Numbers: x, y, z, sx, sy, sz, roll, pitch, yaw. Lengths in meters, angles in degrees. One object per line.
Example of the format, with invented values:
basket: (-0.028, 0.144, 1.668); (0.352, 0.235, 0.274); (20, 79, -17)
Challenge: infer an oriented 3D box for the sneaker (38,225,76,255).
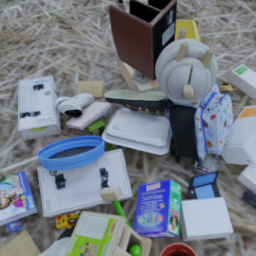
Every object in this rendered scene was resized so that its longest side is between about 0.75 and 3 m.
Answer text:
sneaker: (-1.750, 3.459, 7.835); (2.103, 0.762, 0.756); (-31, 35, -34)

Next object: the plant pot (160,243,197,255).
plant pot: (1.356, 3.725, 7.344); (0.997, 0.970, 0.997); (-8, 41, 7)

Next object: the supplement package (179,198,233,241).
supplement package: (2.219, 2.689, 8.237); (1.299, 0.720, 1.011); (-4, 58, -3)

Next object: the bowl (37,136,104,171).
bowl: (-1.692, 0.738, 8.475); (2.015, 0.396, 2.015); (-9, 15, 2)

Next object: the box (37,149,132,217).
box: (-1.304, 1.711, 8.638); (2.622, 0.788, 1.529); (-13, 71, -7)

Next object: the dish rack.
dish rack: (0.392, -0.014, 9.657); (2.258, 0.492, 1.938); (14, 34, 7)

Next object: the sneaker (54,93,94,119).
sneaker: (-1.771, -0.736, 10.215); (1.647, 0.622, 0.948); (-17, 52, -42)

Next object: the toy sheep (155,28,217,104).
toy sheep: (1.597, -1.584, 7.723); (1.855, 1.855, 2.691); (11, 35, 7)

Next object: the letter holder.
letter holder: (0.489, -3.110, 9.296); (1.796, 2.527, 1.271); (33, 72, 21)

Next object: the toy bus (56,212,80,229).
toy bus: (-1.726, 2.701, 8.077); (0.683, 0.724, 0.374); (-3, 64, -15)

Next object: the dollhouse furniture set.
dollhouse furniture set: (-1.356, 0.733, 9.368); (1.740, 0.873, 1.140); (-26, 62, -15)

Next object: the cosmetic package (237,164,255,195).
cosmetic package: (4.661, 1.992, 8.758); (0.930, 0.571, 2.254); (-38, 65, -21)

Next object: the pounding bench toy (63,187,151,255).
pounding bench toy: (-0.316, 2.896, 7.374); (1.387, 1.742, 2.233); (-6, 49, 36)

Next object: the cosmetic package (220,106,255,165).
cosmetic package: (4.097, 0.191, 9.453); (2.205, 1.118, 0.786); (-48, 109, -25)

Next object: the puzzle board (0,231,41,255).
puzzle board: (-2.940, 4.366, 7.504); (1.885, 0.218, 2.501); (-36, 64, -19)

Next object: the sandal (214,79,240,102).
sandal: (3.741, -1.582, 10.984); (0.642, 0.432, 1.598); (-18, 54, -29)

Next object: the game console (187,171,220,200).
game console: (2.408, 1.875, 8.714); (0.988, 0.584, 0.843); (-12, 74, -9)

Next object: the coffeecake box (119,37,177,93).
coffeecake box: (1.225, -2.305, 11.220); (2.603, 0.951, 1.998); (-22, 61, -13)

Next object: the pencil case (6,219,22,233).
pencil case: (-3.569, 2.701, 8.428); (0.418, 0.376, 0.963); (-21, 57, -35)

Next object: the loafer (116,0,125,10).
loafer: (-0.372, -6.374, 14.127); (0.362, 0.336, 0.964); (-15, 59, -9)

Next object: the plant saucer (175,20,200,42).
plant saucer: (2.318, -4.305, 12.765); (1.922, 0.466, 1.922); (-2, 58, 0)

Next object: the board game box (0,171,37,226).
board game box: (-3.664, 2.138, 8.422); (1.451, 0.299, 1.455); (-18, 49, -21)

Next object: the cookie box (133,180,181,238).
cookie box: (0.854, 2.363, 8.153); (1.261, 0.554, 1.475); (-21, 48, 40)

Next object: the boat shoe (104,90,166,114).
boat shoe: (0.205, -0.924, 9.947); (2.306, 0.723, 0.844); (7, 30, 19)

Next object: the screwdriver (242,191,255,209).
screwdriver: (4.795, 2.773, 8.345); (2.860, 0.399, 0.416); (29, 92, 20)

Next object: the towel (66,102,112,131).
towel: (-1.425, -0.442, 10.048); (1.453, 0.234, 1.387); (-38, 25, -22)

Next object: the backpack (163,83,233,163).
backpack: (2.387, -0.381, 9.183); (1.923, 2.496, 2.378); (8, 43, 24)

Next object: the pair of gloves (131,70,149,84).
pair of gloves: (1.316, -2.184, 10.405); (2.055, 0.360, 1.748); (15, 67, 11)

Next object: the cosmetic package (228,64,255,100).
cosmetic package: (4.782, -1.847, 11.167); (0.718, 0.566, 1.334); (-35, 63, -22)

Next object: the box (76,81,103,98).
box: (-1.532, -1.535, 11.240); (1.036, 0.110, 0.847); (-1, 58, 0)

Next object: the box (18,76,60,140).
box: (-3.316, -0.783, 10.420); (1.348, 0.695, 2.312); (-9, 59, -6)

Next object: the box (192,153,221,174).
box: (2.661, 1.160, 9.485); (0.731, 0.223, 0.923); (22, 61, 14)
